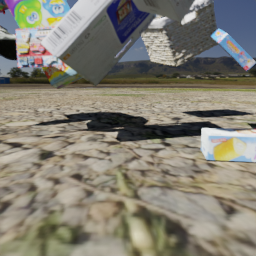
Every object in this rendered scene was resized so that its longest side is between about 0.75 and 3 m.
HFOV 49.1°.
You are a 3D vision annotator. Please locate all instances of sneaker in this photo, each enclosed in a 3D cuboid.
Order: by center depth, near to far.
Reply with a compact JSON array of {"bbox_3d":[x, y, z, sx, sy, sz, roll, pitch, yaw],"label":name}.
[{"bbox_3d":[-4.021,-2.788,8.545,2.384,1.055,0.883,2,-36,-49],"label":"sneaker"}]

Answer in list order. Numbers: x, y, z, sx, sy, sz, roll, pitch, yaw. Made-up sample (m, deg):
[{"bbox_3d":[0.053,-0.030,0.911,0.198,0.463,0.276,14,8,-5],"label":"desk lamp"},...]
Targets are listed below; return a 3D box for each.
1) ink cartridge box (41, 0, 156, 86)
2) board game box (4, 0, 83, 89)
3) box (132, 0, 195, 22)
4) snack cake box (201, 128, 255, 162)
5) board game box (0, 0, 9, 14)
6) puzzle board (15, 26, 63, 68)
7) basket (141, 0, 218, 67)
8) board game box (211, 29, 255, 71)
[{"bbox_3d":[-0.464,-2.450,6.843,0.652,2.742,2.775,43,3,6],"label":"ink cartridge box"},{"bbox_3d":[-2.200,-2.773,8.211,1.478,2.870,1.505,-29,6,-4],"label":"board game box"},{"bbox_3d":[0.710,-2.537,4.489,0.989,1.299,0.691,34,0,35],"label":"box"},{"bbox_3d":[2.233,0.316,5.472,1.482,0.498,0.852,2,8,7],"label":"snack cake box"},{"bbox_3d":[-3.925,-4.134,8.907,2.189,0.539,2.770,-26,5,-15],"label":"board game box"},{"bbox_3d":[-2.225,-1.991,6.927,1.253,0.944,0.109,1,10,15],"label":"puzzle board"},{"bbox_3d":[1.860,-3.581,10.456,2.200,1.786,2.220,-29,24,-11],"label":"basket"},{"bbox_3d":[2.804,-2.123,7.533,1.093,0.305,1.070,39,23,-14],"label":"board game box"}]
